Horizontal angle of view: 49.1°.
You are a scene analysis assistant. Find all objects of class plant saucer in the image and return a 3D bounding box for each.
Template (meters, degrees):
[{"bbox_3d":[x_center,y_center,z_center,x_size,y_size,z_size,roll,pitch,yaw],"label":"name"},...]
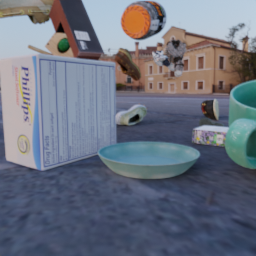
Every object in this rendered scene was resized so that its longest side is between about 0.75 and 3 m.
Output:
[{"bbox_3d":[0.380,0.607,5.377,1.928,0.346,1.928,1,9,0],"label":"plant saucer"}]

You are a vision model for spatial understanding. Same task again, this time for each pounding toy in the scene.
[{"bbox_3d":[-2.654,-3.132,11.996,1.976,1.526,2.147,44,9,24],"label":"pounding toy"}]

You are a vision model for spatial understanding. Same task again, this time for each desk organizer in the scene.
[{"bbox_3d":[-1.561,-2.783,8.162,0.799,2.228,0.858,-8,-24,-36],"label":"desk organizer"}]

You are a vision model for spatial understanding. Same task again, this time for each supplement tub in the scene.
[{"bbox_3d":[0.519,-3.578,9.312,1.195,1.195,1.950,3,25,19],"label":"supplement tub"}]

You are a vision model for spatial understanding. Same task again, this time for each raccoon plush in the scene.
[{"bbox_3d":[1.319,-2.080,8.552,0.621,1.284,0.860,11,-10,-6],"label":"raccoon plush"}]

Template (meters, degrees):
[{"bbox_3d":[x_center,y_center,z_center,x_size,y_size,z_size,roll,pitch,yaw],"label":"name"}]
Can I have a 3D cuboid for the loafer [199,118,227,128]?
[{"bbox_3d":[3.030,-0.033,9.922,0.400,0.457,1.272,15,7,-28],"label":"loafer"}]

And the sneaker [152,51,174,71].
[{"bbox_3d":[1.728,-3.215,13.074,1.481,0.591,0.964,2,44,-29],"label":"sneaker"}]

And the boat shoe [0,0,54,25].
[{"bbox_3d":[-2.967,-3.773,8.820,2.923,0.970,1.082,-9,28,-31],"label":"boat shoe"}]

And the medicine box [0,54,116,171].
[{"bbox_3d":[-1.404,-0.423,6.232,1.209,2.140,2.350,6,10,35],"label":"medicine box"}]

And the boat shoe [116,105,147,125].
[{"bbox_3d":[0.278,-0.462,12.112,0.661,0.767,2.130,22,27,29],"label":"boat shoe"}]

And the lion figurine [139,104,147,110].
[{"bbox_3d":[0.771,-1.260,18.401,1.010,0.366,0.619,17,52,43],"label":"lion figurine"}]

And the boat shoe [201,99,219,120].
[{"bbox_3d":[4.062,-0.900,13.904,0.862,1.007,2.752,-3,4,17],"label":"boat shoe"}]

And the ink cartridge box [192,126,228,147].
[{"bbox_3d":[2.715,0.253,7.606,1.712,0.431,0.933,7,10,32],"label":"ink cartridge box"}]

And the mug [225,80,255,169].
[{"bbox_3d":[2.595,0.037,5.056,2.206,1.364,1.813,-8,25,0],"label":"mug"}]

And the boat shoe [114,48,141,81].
[{"bbox_3d":[-0.048,-2.606,12.131,0.693,0.650,1.925,27,-13,35],"label":"boat shoe"}]
